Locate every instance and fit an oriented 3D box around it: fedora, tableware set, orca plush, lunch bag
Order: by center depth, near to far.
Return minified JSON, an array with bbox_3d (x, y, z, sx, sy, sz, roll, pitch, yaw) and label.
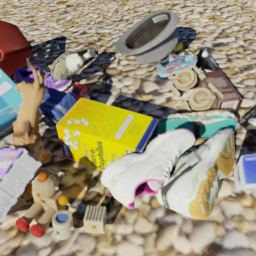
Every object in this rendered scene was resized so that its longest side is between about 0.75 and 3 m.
[{"bbox_3d":[-1.982,-0.517,7.976,1.237,0.841,0.819,19,66,38],"label":"lunch bag"},{"bbox_3d":[2.053,-1.282,8.962,1.150,0.349,1.740,-36,58,9],"label":"tableware set"},{"bbox_3d":[2.950,-2.373,10.702,1.034,0.699,1.965,28,32,-39],"label":"orca plush"},{"bbox_3d":[0.901,-3.309,10.767,2.564,1.158,2.268,-39,39,3],"label":"fedora"}]

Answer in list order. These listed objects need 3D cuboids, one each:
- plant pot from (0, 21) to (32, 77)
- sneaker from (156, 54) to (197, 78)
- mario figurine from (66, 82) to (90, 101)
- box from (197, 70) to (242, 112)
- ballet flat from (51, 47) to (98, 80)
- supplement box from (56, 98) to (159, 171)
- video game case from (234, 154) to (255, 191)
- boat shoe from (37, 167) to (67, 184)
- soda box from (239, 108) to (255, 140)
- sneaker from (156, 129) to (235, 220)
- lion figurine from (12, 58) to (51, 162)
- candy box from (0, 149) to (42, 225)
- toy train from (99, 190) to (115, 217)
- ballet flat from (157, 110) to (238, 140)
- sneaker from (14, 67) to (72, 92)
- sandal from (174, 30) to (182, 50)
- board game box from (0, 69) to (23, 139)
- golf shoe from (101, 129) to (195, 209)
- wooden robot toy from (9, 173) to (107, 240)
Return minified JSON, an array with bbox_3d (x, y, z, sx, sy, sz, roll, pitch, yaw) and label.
[{"bbox_3d":[-4.499,-2.825,10.020,1.672,1.671,1.474,52,42,4],"label":"plant pot"},{"bbox_3d":[1.727,-2.340,10.049,1.501,0.717,0.595,-20,43,16],"label":"sneaker"},{"bbox_3d":[-1.774,-0.940,9.226,0.775,0.665,1.255,43,62,-7],"label":"mario figurine"},{"bbox_3d":[2.986,-1.211,9.286,0.797,0.596,1.591,-8,48,-8],"label":"box"},{"bbox_3d":[-1.743,-2.385,9.760,0.864,0.778,2.294,-11,25,33],"label":"ballet flat"},{"bbox_3d":[-0.493,0.290,7.243,2.254,1.227,1.234,16,46,18],"label":"supplement box"},{"bbox_3d":[3.450,0.834,5.399,2.547,2.308,0.579,-7,73,16],"label":"video game case"},{"bbox_3d":[-1.937,1.204,6.981,0.816,0.292,0.311,9,61,19],"label":"boat shoe"},{"bbox_3d":[3.877,-0.445,7.495,1.680,0.594,0.532,-44,14,12],"label":"soda box"},{"bbox_3d":[1.680,0.849,6.751,1.292,1.115,2.947,2,28,37],"label":"sneaker"},{"bbox_3d":[-2.482,-0.380,7.112,0.919,2.535,1.553,-4,22,-23],"label":"lion figurine"},{"bbox_3d":[-2.899,1.265,6.068,1.393,0.594,1.661,-2,48,39],"label":"candy box"},{"bbox_3d":[-0.397,1.607,6.598,0.265,0.197,1.156,21,47,14],"label":"toy train"},{"bbox_3d":[1.863,-0.076,7.991,2.420,0.915,0.773,-2,24,-1],"label":"ballet flat"},{"bbox_3d":[-2.929,-1.712,9.636,1.932,0.806,0.779,-1,50,-8],"label":"sneaker"},{"bbox_3d":[1.376,-3.801,11.895,1.905,0.829,0.757,-2,45,0],"label":"sandal"},{"bbox_3d":[-4.478,-0.878,8.268,2.871,0.674,2.168,43,58,16],"label":"board game box"},{"bbox_3d":[0.618,0.862,6.049,2.333,0.879,1.068,-29,53,-15],"label":"golf shoe"},{"bbox_3d":[-1.692,1.527,5.870,2.512,1.140,1.107,14,35,17],"label":"wooden robot toy"}]
